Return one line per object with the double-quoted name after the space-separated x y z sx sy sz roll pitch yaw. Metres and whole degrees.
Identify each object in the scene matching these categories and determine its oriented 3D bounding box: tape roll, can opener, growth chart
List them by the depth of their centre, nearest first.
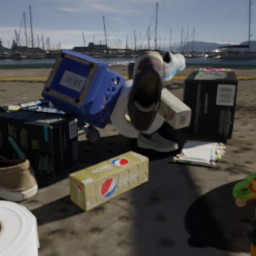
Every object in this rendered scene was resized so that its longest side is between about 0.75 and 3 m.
-2.397 1.916 4.321 1.917 0.671 1.917 -1 17 0 "tape roll"
2.309 0.755 8.831 1.386 0.170 1.916 8 19 22 "growth chart"
-1.537 -0.207 9.804 0.524 1.569 0.418 -32 5 15 "can opener"
0.329 -0.665 10.067 2.067 2.067 0.723 -4 32 -12 "tape roll"

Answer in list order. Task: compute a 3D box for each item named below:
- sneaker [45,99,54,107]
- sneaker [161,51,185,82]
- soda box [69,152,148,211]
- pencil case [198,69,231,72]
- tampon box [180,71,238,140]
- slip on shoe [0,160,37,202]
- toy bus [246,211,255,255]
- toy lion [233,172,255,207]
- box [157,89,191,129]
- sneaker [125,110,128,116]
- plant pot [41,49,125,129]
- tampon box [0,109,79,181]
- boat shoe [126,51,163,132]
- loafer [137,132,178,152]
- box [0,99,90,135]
-2.698 -1.159 10.854 0.576 0.402 1.158 32 32 31 "sneaker"
1.466 -2.283 9.575 0.704 0.814 1.879 13 38 25 "sneaker"
-0.395 1.189 6.624 1.950 0.660 0.624 -16 24 -40 "soda box"
7.266 -4.446 23.676 2.762 1.221 1.221 4 18 14 "pencil case"
3.246 -1.030 11.103 1.825 2.166 2.890 6 18 18 "tampon box"
-3.465 1.036 6.794 2.792 0.846 1.062 8 19 24 "slip on shoe"
2.288 1.042 3.503 1.102 2.815 0.916 -3 18 -10 "toy bus"
2.584 1.189 5.657 0.891 0.854 0.306 -12 38 12 "toy lion"
1.332 -0.634 8.923 0.526 0.632 1.539 -14 35 -20 "box"
-0.081 -1.238 13.708 1.148 1.036 2.802 -14 22 -26 "sneaker"
-1.387 -1.227 8.487 1.856 1.856 1.669 23 -4 17 "plant pot"
-2.553 0.379 7.774 1.978 1.483 1.249 7 18 20 "tampon box"
0.473 -0.830 8.354 1.034 2.876 0.932 7 46 -2 "boat shoe"
0.908 0.432 9.097 1.498 0.523 0.524 7 20 36 "loafer"
-2.942 -0.297 10.242 2.071 0.599 2.606 32 29 23 "box"
